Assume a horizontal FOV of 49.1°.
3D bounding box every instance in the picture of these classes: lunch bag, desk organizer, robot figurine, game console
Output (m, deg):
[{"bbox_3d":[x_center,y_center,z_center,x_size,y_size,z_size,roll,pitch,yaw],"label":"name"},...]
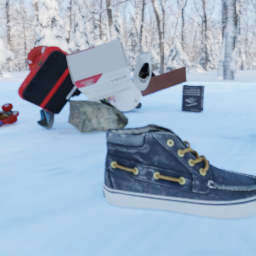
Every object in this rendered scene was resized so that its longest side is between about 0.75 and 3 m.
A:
[{"bbox_3d":[-0.969,-0.424,9.229,1.695,0.996,1.390,-1,15,-28],"label":"lunch bag"},{"bbox_3d":[1.557,-2.363,13.204,2.318,0.892,0.831,-19,43,-7],"label":"desk organizer"},{"bbox_3d":[-0.432,-1.640,13.122,1.962,1.630,2.611,-7,10,-23],"label":"robot figurine"},{"bbox_3d":[-2.211,-1.372,8.416,0.287,1.852,1.637,44,9,35],"label":"game console"}]

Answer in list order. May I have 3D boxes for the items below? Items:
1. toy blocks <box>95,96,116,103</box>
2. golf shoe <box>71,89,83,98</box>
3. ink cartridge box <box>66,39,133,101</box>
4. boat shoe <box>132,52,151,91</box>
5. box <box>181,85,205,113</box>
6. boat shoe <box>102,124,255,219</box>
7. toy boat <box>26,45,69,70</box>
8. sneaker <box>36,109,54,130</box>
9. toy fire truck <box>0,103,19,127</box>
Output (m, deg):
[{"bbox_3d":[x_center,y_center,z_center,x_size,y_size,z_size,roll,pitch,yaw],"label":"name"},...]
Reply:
[{"bbox_3d":[-0.953,-1.090,11.799,0.750,0.676,0.803,-37,28,-13],"label":"toy blocks"},{"bbox_3d":[-1.867,-1.712,9.646,2.973,1.156,1.405,3,28,-37],"label":"golf shoe"},{"bbox_3d":[-0.672,-1.447,7.497,1.382,0.785,1.896,-17,-8,2],"label":"ink cartridge box"},{"bbox_3d":[0.524,-1.823,9.744,0.610,1.696,0.557,-2,55,-10],"label":"boat shoe"},{"bbox_3d":[3.047,-1.378,13.181,0.934,1.262,0.658,7,13,27],"label":"box"},{"bbox_3d":[0.836,0.568,4.059,2.489,1.130,0.881,1,12,6],"label":"boat shoe"},{"bbox_3d":[-3.144,-2.356,10.716,1.997,1.303,1.305,21,34,23],"label":"toy boat"},{"bbox_3d":[-2.624,-0.600,9.306,0.525,1.281,0.469,23,-24,-29],"label":"sneaker"},{"bbox_3d":[-4.591,-0.337,9.959,1.251,0.702,1.051,1,36,7],"label":"toy fire truck"}]
